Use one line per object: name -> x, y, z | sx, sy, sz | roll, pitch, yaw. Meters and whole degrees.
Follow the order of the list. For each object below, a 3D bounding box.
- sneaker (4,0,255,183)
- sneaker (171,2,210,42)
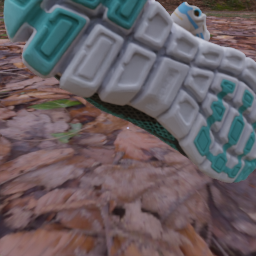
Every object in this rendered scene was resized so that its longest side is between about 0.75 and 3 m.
sneaker -> 0.254, -0.394, 2.532 | 2.655, 1.030, 1.211 | 32, -3, -27
sneaker -> 1.867, -2.838, 7.767 | 1.906, 0.770, 0.729 | -4, 51, -52
